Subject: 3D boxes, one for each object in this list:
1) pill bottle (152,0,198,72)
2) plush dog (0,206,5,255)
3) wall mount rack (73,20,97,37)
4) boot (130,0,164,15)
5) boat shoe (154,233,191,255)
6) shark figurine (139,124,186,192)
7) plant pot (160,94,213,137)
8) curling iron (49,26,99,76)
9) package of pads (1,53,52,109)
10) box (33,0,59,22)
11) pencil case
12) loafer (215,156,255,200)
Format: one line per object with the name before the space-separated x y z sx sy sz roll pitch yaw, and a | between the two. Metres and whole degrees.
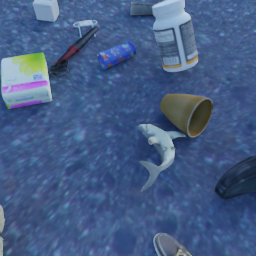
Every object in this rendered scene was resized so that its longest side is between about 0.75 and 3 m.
pill bottle | 1.564 -3.102 9.431 1.264 2.172 1.264 -15 27 8
plush dog | -3.338 2.498 6.350 1.632 2.035 1.748 17 62 -29
wall mount rack | -1.687 -4.017 11.326 0.968 0.361 0.841 -11 54 -7
boot | 0.832 -5.297 12.128 1.423 0.516 1.294 3 54 10
boat shoe | 1.254 3.137 6.445 0.631 0.522 1.756 -30 62 -19
shark figurine | 0.918 0.793 7.707 1.332 0.931 2.230 6 35 -2
plant pot | 1.688 -0.547 8.608 1.236 1.236 1.326 -39 48 -23
curling iron | -1.927 -2.912 10.541 0.713 0.368 2.877 20 59 23
package of pads | -3.498 -1.630 9.532 1.511 0.667 1.955 -11 56 -9
box | -3.410 -4.991 11.681 0.789 0.793 0.680 9 59 5
pencil case | -0.438 -2.694 10.285 1.470 0.574 0.638 -29 66 -19
loafer | 3.707 1.253 7.392 2.989 1.015 1.049 -18 50 -16
